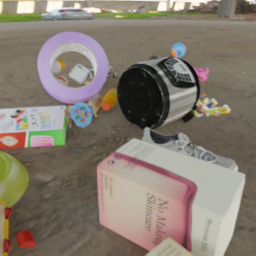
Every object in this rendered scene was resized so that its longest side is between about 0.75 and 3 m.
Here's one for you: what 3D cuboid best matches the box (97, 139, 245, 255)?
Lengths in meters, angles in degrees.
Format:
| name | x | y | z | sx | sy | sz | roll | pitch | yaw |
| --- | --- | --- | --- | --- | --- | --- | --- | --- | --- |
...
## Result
| name | x | y | z | sx | sy | sz | roll | pitch | yaw |
| --- | --- | --- | --- | --- | --- | --- | --- | --- | --- |
| box | 0.684 | 1.321 | 5.011 | 2.251 | 1.439 | 1.226 | 17 | 31 | 31 |

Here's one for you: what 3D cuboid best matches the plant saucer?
| name | x | y | z | sx | sy | sz | roll | pitch | yaw |
| --- | --- | --- | --- | --- | --- | --- | --- | --- | --- |
| plant saucer | -3.833 | 1.226 | 6.340 | 2.964 | 0.460 | 2.964 | 0 | 25 | 0 |

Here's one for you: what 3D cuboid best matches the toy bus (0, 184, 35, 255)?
| name | x | y | z | sx | sy | sz | roll | pitch | yaw |
| --- | --- | --- | --- | --- | --- | --- | --- | --- | --- |
| toy bus | -2.571 | 1.797 | 4.702 | 1.589 | 0.870 | 1.684 | 42 | 6 | 14 |

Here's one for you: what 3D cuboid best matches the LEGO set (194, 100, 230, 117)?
| name | x | y | z | sx | sy | sz | roll | pitch | yaw |
| --- | --- | --- | --- | --- | --- | --- | --- | --- | --- |
| LEGO set | 2.792 | -0.648 | 10.023 | 1.546 | 0.711 | 0.575 | 32 | 49 | 33 |

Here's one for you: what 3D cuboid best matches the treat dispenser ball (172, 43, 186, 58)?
| name | x | y | z | sx | sy | sz | roll | pitch | yaw |
| --- | --- | --- | --- | --- | --- | --- | --- | --- | --- |
| treat dispenser ball | 3.453 | -5.295 | 19.154 | 0.952 | 0.952 | 0.952 | 0 | 26 | 0 |

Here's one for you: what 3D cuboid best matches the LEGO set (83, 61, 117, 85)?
| name | x | y | z | sx | sy | sz | roll | pitch | yaw |
| --- | --- | --- | --- | --- | --- | --- | --- | --- | --- |
| LEGO set | -1.425 | -2.884 | 14.392 | 1.770 | 0.772 | 2.725 | -3 | 26 | -6 |

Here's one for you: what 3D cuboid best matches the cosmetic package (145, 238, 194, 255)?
| name | x | y | z | sx | sy | sz | roll | pitch | yaw |
| --- | --- | --- | --- | --- | --- | --- | --- | --- | --- |
| cosmetic package | 0.995 | 2.591 | 2.947 | 1.391 | 0.982 | 2.686 | -22 | 33 | -38 |

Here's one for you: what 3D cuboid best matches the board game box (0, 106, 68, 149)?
| name | x | y | z | sx | sy | sz | roll | pitch | yaw |
| --- | --- | --- | --- | --- | --- | --- | --- | --- | --- |
| board game box | -3.280 | -0.064 | 8.888 | 2.572 | 0.519 | 1.968 | -3 | 26 | -7 |

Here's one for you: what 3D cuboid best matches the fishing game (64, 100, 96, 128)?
| name | x | y | z | sx | sy | sz | roll | pitch | yaw |
| --- | --- | --- | --- | --- | --- | --- | --- | --- | --- |
| fishing game | -1.545 | -0.437 | 9.359 | 0.187 | 0.859 | 1.200 | -9 | 9 | 46 |

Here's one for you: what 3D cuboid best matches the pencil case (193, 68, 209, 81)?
| name | x | y | z | sx | sy | sz | roll | pitch | yaw |
| --- | --- | --- | --- | --- | --- | --- | --- | --- | --- |
| pencil case | 3.253 | -2.835 | 14.385 | 1.646 | 0.747 | 0.771 | 16 | 60 | 28 |

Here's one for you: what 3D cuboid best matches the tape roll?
| name | x | y | z | sx | sy | sz | roll | pitch | yaw |
| --- | --- | --- | --- | --- | --- | --- | --- | --- | --- |
| tape roll | -1.948 | -2.110 | 9.975 | 2.402 | 2.402 | 0.788 | -7 | -4 | -15 |

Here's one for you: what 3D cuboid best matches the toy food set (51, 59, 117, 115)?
| name | x | y | z | sx | sy | sz | roll | pitch | yaw |
| --- | --- | --- | --- | --- | --- | --- | --- | --- | --- |
| toy food set | -1.864 | -1.367 | 10.376 | 2.871 | 1.371 | 1.292 | 32 | 27 | -5 |

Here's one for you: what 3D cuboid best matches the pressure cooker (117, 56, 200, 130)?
| name | x | y | z | sx | sy | sz | roll | pitch | yaw |
| --- | --- | --- | --- | --- | --- | --- | --- | --- | --- |
| pressure cooker | 1.136 | -1.264 | 9.433 | 2.501 | 2.200 | 2.234 | -21 | 29 | -41 |

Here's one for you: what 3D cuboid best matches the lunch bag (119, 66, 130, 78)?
| name | x | y | z | sx | sy | sz | roll | pitch | yaw |
| --- | --- | --- | --- | --- | --- | --- | --- | --- | --- |
| lunch bag | 0.260 | -2.281 | 13.130 | 1.058 | 0.879 | 1.261 | 24 | 32 | 12 |

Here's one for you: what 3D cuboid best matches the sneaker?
| name | x | y | z | sx | sy | sz | roll | pitch | yaw |
| --- | --- | --- | --- | --- | --- | --- | --- | --- | --- |
| sneaker | 1.373 | 0.649 | 6.854 | 2.498 | 1.024 | 0.934 | 11 | 28 | 22 |

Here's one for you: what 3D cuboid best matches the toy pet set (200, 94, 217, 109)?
| name | x | y | z | sx | sy | sz | roll | pitch | yaw |
| --- | --- | --- | --- | --- | --- | --- | --- | --- | --- |
| toy pet set | 3.003 | -0.887 | 10.616 | 0.726 | 0.413 | 0.778 | -20 | 69 | -49 |
